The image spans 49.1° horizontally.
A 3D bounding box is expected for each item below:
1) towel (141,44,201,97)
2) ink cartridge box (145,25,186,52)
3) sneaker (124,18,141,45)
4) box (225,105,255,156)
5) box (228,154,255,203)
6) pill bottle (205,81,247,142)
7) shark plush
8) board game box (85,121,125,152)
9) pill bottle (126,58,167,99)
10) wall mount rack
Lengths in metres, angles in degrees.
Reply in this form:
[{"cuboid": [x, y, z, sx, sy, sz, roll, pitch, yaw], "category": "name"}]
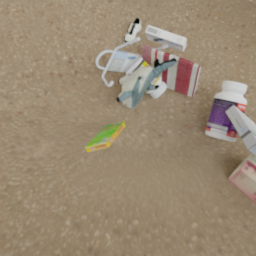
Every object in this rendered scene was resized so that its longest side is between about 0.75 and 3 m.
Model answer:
[{"cuboid": [1.689, -2.321, 11.489, 2.510, 1.808, 0.285, 26, 61, 19], "category": "towel"}, {"cuboid": [1.558, -3.489, 11.312, 1.604, 1.414, 0.359, 24, 92, 13], "category": "ink cartridge box"}, {"cuboid": [0.188, -4.706, 13.595, 0.567, 0.615, 1.537, 19, 66, 8], "category": "sneaker"}, {"cuboid": [4.163, 0.297, 9.285, 1.572, 0.415, 2.017, 32, 30, -27], "category": "box"}, {"cuboid": [4.776, 1.949, 9.804, 1.079, 1.267, 1.981, -41, 70, -19], "category": "box"}, {"cuboid": [3.773, -0.643, 10.640, 1.194, 1.194, 2.143, 14, 98, 7], "category": "pill bottle"}, {"cuboid": [0.690, -1.842, 10.898, 2.840, 1.183, 1.290, -43, 32, 24], "category": "shark plush"}, {"cuboid": [-0.683, 0.241, 9.049, 0.789, 0.248, 1.653, -14, 22, 27], "category": "board game box"}, {"cuboid": [0.785, -2.027, 11.640, 1.632, 0.933, 0.933, 43, 67, -13], "category": "pill bottle"}, {"cuboid": [0.194, -2.706, 11.267, 2.774, 2.411, 1.034, -5, 50, -43], "category": "wall mount rack"}]
